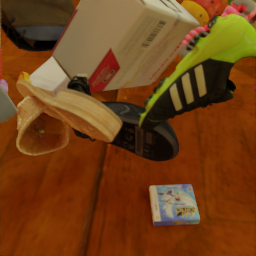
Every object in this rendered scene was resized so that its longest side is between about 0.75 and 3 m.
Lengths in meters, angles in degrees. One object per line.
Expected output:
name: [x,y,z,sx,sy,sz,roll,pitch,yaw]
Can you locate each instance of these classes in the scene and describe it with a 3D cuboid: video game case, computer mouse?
video game case: [1.017,1.715,6.305,0.998,0.227,0.904,-2,45,-2]
computer mouse: [-0.049,-0.127,5.379,2.299,1.592,0.606,22,50,15]

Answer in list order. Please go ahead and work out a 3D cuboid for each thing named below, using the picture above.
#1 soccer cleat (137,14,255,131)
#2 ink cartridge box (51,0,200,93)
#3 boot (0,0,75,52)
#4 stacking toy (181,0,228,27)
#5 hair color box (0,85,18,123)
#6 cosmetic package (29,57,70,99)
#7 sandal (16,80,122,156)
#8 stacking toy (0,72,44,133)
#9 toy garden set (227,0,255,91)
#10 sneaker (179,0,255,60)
soccer cleat: [0.770,-0.446,3.337,0.747,1.843,0.622,38,40,-3]
ink cartridge box: [0.088,-2.000,6.321,1.205,2.121,2.910,50,31,13]
boot: [-2.455,-2.317,5.787,2.996,1.119,1.452,-15,88,-26]
stacking toy: [2.106,-3.564,8.480,1.597,1.597,2.185,35,93,30]
hair color box: [-1.901,-0.481,2.761,0.871,0.534,1.760,-37,49,-19]
cosmetic package: [-2.330,-1.592,9.257,1.180,0.848,2.091,18,46,17]
sandal: [-1.317,-0.023,4.287,2.958,1.085,0.973,13,66,52]
stacking toy: [-2.516,-0.595,5.709,1.346,0.420,1.786,8,46,-48]
toy garden set: [3.332,-1.627,5.199,2.817,2.348,0.562,-15,6,-19]
sneaker: [1.363,-1.331,4.210,1.260,0.601,0.498,-34,61,6]
